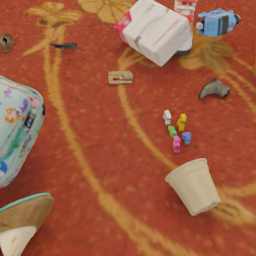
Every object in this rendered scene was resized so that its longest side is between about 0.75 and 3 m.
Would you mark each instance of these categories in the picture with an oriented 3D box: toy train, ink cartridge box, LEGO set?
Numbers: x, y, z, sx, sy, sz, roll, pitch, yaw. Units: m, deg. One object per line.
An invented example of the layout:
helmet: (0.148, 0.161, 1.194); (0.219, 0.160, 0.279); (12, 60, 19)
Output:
toy train: (3.090, -3.576, 9.529); (1.743, 0.756, 0.996); (-26, 38, -35)
ink cartridge box: (0.828, -3.284, 9.489); (1.541, 0.884, 2.121); (-46, 60, -1)
LEGO set: (1.309, -0.043, 7.230); (0.486, 0.523, 1.275); (-7, 49, -7)

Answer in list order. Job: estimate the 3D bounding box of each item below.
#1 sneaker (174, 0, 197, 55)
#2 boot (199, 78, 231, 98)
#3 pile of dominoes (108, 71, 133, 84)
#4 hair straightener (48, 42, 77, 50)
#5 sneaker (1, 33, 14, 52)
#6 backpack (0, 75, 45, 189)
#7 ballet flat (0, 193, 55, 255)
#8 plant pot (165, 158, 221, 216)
sneaker: (1.928, -3.840, 9.979); (0.873, 1.401, 2.614); (8, 49, 7)
boot: (2.593, -1.089, 8.305); (0.638, 0.331, 0.976); (39, 60, 22)
pile of dominoes: (-0.243, -1.645, 8.850); (0.764, 0.122, 0.595); (-4, 49, -13)
hair straightener: (-2.289, -2.871, 9.764); (0.976, 0.200, 0.375); (6, 32, -6)
sneaker: (-4.360, -3.184, 10.070); (0.380, 0.407, 1.078); (-10, 50, -9)
backpack: (-3.097, 0.079, 5.745); (2.240, 1.900, 2.523); (23, 81, -7)
ballet flat: (-2.553, 2.097, 5.141); (2.627, 0.891, 0.950); (-18, 56, -12)
plant pot: (1.423, 1.283, 5.881); (0.991, 0.991, 0.907); (-17, 63, -15)
